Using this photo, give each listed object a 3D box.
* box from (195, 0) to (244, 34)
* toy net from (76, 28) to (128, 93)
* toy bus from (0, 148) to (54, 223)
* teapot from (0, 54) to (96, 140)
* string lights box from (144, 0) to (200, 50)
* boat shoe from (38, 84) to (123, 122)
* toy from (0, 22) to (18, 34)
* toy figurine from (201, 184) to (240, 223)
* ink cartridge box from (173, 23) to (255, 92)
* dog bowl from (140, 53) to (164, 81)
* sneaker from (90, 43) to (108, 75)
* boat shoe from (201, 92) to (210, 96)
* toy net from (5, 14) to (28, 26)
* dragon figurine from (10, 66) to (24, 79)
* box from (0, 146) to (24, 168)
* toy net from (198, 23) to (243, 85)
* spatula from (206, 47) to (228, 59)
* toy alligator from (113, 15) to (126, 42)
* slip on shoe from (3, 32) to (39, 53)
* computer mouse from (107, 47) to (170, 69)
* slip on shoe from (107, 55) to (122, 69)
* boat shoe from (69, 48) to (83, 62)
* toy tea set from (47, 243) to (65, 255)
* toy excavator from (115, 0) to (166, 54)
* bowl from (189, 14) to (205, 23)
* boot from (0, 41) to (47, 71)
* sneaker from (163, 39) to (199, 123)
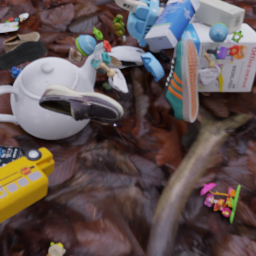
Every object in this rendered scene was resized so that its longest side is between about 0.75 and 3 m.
[{"bbox_3d":[2.992,-3.779,9.310,0.567,0.681,1.657,-25,48,-19],"label":"box"},{"bbox_3d":[-0.641,-1.831,8.002,0.383,1.983,1.040,-24,18,30],"label":"toy net"},{"bbox_3d":[-2.555,1.322,5.951,0.917,0.762,2.343,39,42,22],"label":"toy bus"},{"bbox_3d":[-2.490,-1.173,8.934,2.898,2.144,2.936,11,57,4],"label":"teapot"},{"bbox_3d":[1.441,-3.478,9.166,0.976,0.560,1.899,13,66,49],"label":"string lights box"},{"bbox_3d":[-1.183,-0.488,6.844,2.129,0.766,0.690,17,55,12],"label":"boat shoe"},{"bbox_3d":[-5.376,-4.347,12.359,1.048,0.247,0.603,-12,55,-1],"label":"toy"},{"bbox_3d":[2.523,1.998,7.858,0.971,0.792,1.055,12,80,24],"label":"toy figurine"},{"bbox_3d":[2.973,-2.471,9.821,2.540,1.870,1.837,1,38,2],"label":"ink cartridge box"},{"bbox_3d":[0.763,-1.936,8.759,0.286,0.644,1.155,-31,46,0],"label":"dog bowl"},{"bbox_3d":[-0.786,-2.083,8.423,0.468,0.550,1.207,-6,52,28],"label":"sneaker"},{"bbox_3d":[2.648,-1.531,10.399,0.911,0.285,0.324,35,64,23],"label":"boat shoe"},{"bbox_3d":[-5.019,-4.902,12.786,0.570,0.210,1.086,28,58,21],"label":"toy net"},{"bbox_3d":[-4.354,-2.128,10.789,1.074,0.316,0.534,24,59,14],"label":"dragon figurine"},{"bbox_3d":[-4.036,1.359,8.329,1.384,0.401,1.742,2,55,1],"label":"box"},{"bbox_3d":[2.791,-2.186,8.628,0.992,1.891,0.365,16,40,10],"label":"toy net"},{"bbox_3d":[2.526,-2.152,7.960,0.125,0.344,1.219,30,28,33],"label":"spatula"},{"bbox_3d":[-0.303,-3.134,8.931,0.291,1.213,0.402,8,70,10],"label":"toy alligator"},{"bbox_3d":[-4.485,-3.684,11.759,1.590,0.482,0.605,-33,61,-20],"label":"slip on shoe"},{"bbox_3d":[0.248,-2.869,10.986,2.628,0.577,1.441,-11,52,-12],"label":"computer mouse"},{"bbox_3d":[-0.814,-2.331,9.887,1.170,0.354,0.445,11,57,-22],"label":"slip on shoe"},{"bbox_3d":[-1.710,-2.394,9.283,0.348,0.970,0.367,11,94,1],"label":"boat shoe"},{"bbox_3d":[-1.494,3.419,6.904,1.352,0.500,0.804,40,97,4],"label":"toy tea set"},{"bbox_3d":[0.344,-4.252,10.287,2.607,2.535,1.302,12,55,-9],"label":"toy excavator"},{"bbox_3d":[3.116,-3.848,11.582,1.642,0.771,1.642,2,74,-7],"label":"bowl"},{"bbox_3d":[-3.067,-1.981,7.749,1.424,0.552,0.985,-30,21,-33],"label":"boot"},{"bbox_3d":[1.506,-1.372,8.453,1.015,2.541,0.907,12,32,33],"label":"sneaker"}]
